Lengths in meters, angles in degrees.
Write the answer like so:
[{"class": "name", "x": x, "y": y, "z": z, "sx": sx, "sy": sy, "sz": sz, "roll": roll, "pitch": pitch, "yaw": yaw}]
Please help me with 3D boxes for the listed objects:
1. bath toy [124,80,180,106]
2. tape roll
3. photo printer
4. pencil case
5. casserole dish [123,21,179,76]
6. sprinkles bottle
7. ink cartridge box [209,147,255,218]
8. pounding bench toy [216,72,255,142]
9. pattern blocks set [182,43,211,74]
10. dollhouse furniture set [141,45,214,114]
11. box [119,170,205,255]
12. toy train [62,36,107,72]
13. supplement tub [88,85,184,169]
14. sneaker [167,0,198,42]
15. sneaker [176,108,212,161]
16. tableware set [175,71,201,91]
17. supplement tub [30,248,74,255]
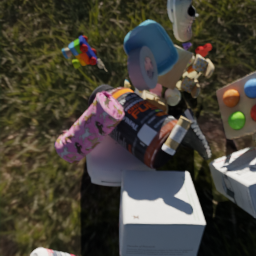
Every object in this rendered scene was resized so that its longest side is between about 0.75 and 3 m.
[{"class": "bath toy", "x": 0.809, "y": -1.221, "z": 9.399, "sx": 1.895, "sy": 0.824, "sz": 0.700, "roll": 5, "pitch": 41, "yaw": -2}, {"class": "tape roll", "x": 0.385, "y": -1.493, "z": 7.130, "sx": 0.358, "sy": 1.083, "sz": 1.083, "roll": -8, "pitch": 60, "yaw": 28}, {"class": "photo printer", "x": -0.275, "y": 0.605, "z": 8.041, "sx": 1.899, "sy": 0.793, "sz": 2.283, "roll": -2, "pitch": 48, "yaw": -11}, {"class": "pencil case", "x": -0.946, "y": 0.024, "z": 6.736, "sx": 0.855, "sy": 1.977, "sz": 0.818, "roll": 44, "pitch": 29, "yaw": -8}, {"class": "casserole dish", "x": 0.590, "y": -2.041, "z": 7.283, "sx": 1.101, "sy": 1.818, "sz": 0.353, "roll": -32, "pitch": 50, "yaw": 16}, {"class": "sprinkles bottle", "x": 1.058, "y": 0.175, "z": 6.092, "sx": 0.284, "sy": 0.284, "sz": 0.832, "roll": 31, "pitch": 94, "yaw": 14}, {"class": "ink cartridge box", "x": 3.283, "y": 1.265, "z": 7.126, "sx": 1.580, "sy": 2.158, "sz": 0.927, "roll": -19, "pitch": 96, "yaw": -4}, {"class": "pounding bench toy", "x": 3.232, "y": -0.387, "z": 7.770, "sx": 1.792, "sy": 2.298, "sz": 1.427, "roll": 5, "pitch": 70, "yaw": -36}, {"class": "pattern blocks set", "x": 1.546, "y": -1.981, "z": 9.004, "sx": 1.755, "sy": 1.997, "sz": 0.162, "roll": -5, "pitch": 65, "yaw": -25}, {"class": "dollhouse furniture set", "x": 1.114, "y": -1.247, "z": 8.131, "sx": 1.961, "sy": 2.135, "sz": 1.389, "roll": 21, "pitch": 31, "yaw": -10}, {"class": "box", "x": 0.649, "y": 2.033, "z": 6.456, "sx": 1.681, "sy": 1.440, "sz": 1.673, "roll": 2, "pitch": 31, "yaw": -3}, {"class": "toy train", "x": -1.255, "y": -1.928, "z": 8.099, "sx": 0.763, "sy": 1.319, "sz": 0.558, "roll": -22, "pitch": 47, "yaw": 15}, {"class": "supplement tub", "x": 0.099, "y": -0.159, "z": 7.263, "sx": 2.541, "sy": 1.359, "sz": 1.359, "roll": 36, "pitch": 69, "yaw": 27}, {"class": "sneaker", "x": 1.816, "y": -3.356, "z": 8.799, "sx": 0.809, "sy": 1.973, "sz": 0.737, "roll": 2, "pitch": 77, "yaw": 24}, {"class": "sneaker", "x": 1.819, "y": 0.323, "z": 8.226, "sx": 0.843, "sy": 1.863, "sz": 0.619, "roll": -27, "pitch": 30, "yaw": 12}, {"class": "tableware set", "x": 2.010, "y": -1.603, "z": 9.749, "sx": 0.710, "sy": 0.215, "sz": 1.074, "roll": 18, "pitch": 56, "yaw": 38}, {"class": "supplement tub", "x": -1.423, "y": 3.102, "z": 5.805, "sx": 1.332, "sy": 0.935, "sz": 0.935, "roll": 28, "pitch": 60, "yaw": -30}]
